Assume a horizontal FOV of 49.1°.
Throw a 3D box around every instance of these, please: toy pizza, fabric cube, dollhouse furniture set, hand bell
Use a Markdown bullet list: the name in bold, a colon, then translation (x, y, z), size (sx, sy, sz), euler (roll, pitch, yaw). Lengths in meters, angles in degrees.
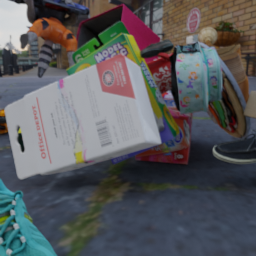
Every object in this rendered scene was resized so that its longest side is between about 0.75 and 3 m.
- **toy pizza**: translation (2.186, -0.894, 7.361), size (0.449, 2.834, 2.834), euler (-28, 14, 2)
- **fabric cube**: translation (-0.343, -2.180, 8.411), size (1.826, 1.791, 1.820), euler (-3, -15, 39)
- **dollhouse furniture set**: translation (4.115, -1.027, 5.193), size (2.532, 2.888, 1.919), euler (14, 6, -32)
- **hand bell**: translation (2.459, -2.636, 8.633), size (0.613, 0.613, 1.176), euler (3, 34, 13)

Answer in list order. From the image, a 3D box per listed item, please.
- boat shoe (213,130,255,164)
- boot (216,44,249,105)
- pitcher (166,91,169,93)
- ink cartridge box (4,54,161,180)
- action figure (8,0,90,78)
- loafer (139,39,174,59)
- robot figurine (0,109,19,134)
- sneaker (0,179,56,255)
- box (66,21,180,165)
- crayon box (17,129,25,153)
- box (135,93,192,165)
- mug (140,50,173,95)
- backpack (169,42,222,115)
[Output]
- **boat shoe**: translation (2.406, 0.298, 5.067), size (1.703, 0.530, 0.636), euler (-5, 24, 24)
- **boot**: translation (2.924, -1.290, 8.000), size (0.891, 1.871, 2.419), euler (-11, 22, 23)
- **pitcher**: translation (1.075, -1.472, 11.190), size (0.892, 0.765, 0.541), euler (31, 22, -24)
- **ink cartridge box**: translation (-0.958, -0.079, 5.451), size (2.783, 1.621, 0.939), euler (-18, -10, 20)
- **action figure**: translation (-2.443, -2.776, 7.441), size (2.779, 1.454, 2.689), euler (10, 46, -27)
- **loafer**: translation (0.571, -1.667, 5.876), size (0.767, 0.241, 0.276), euler (-18, -21, -14)
- **robot figurine**: translation (-5.014, -0.258, 9.794), size (2.621, 0.763, 1.900), euler (1, 14, 7)
- **sneaker**: translation (-1.473, 1.232, 3.269), size (0.896, 0.921, 2.312), euler (-11, 18, -39)
- **box**: translation (-0.199, -0.759, 6.183), size (1.623, 2.765, 0.669), euler (-27, -1, 24)
- **crayon box**: translation (-2.332, 0.096, 8.510), size (1.652, 0.661, 2.602), euler (-3, 15, -14)
- **box**: translation (1.086, -0.126, 7.754), size (1.326, 1.270, 2.660), euler (4, 19, 12)
- **mug**: translation (0.668, -1.300, 7.038), size (1.528, 1.020, 1.356), euler (-23, -16, -1)
- **backpack**: translation (1.335, -0.963, 5.668), size (1.069, 1.261, 1.420), euler (-2, 33, 16)
